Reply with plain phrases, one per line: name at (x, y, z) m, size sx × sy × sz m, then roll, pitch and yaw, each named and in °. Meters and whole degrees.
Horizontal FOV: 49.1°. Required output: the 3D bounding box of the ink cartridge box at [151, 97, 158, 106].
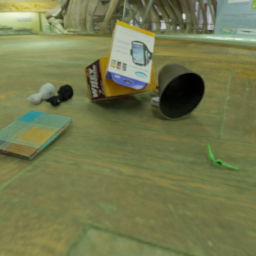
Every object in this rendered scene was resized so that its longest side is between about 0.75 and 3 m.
ink cartridge box at (2.130, -1.249, 13.356) m, size 1.516 × 0.328 × 1.488 m, roll -21°, pitch 31°, yaw -37°

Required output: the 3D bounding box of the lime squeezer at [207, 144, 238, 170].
lime squeezer at (2.671, 0.947, 8.358) m, size 0.417 × 0.223 × 1.182 m, roll -15°, pitch 45°, yaw -37°

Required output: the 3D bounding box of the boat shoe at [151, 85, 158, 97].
boat shoe at (1.560, -1.899, 13.993) m, size 0.586 × 0.505 × 1.605 m, roll -13°, pitch 16°, yaw -13°

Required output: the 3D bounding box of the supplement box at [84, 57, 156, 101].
supplement box at (-0.450, -2.339, 13.219) m, size 2.464 × 1.659 × 2.498 m, roll -12°, pitch 5°, yaw -25°

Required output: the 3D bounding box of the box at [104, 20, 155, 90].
box at (0.085, -2.902, 11.636) m, size 1.780 × 2.990 × 0.620 m, roll 15°, pitch -23°, yaw -14°

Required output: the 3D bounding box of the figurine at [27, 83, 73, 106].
figurine at (-3.821, -1.564, 13.680) m, size 1.728 × 0.744 × 1.686 m, roll 6°, pitch 29°, yaw 16°

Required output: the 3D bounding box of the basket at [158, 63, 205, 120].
basket at (2.076, -1.811, 11.971) m, size 1.621 × 2.149 × 2.383 m, roll 27°, pitch 27°, yaw -16°

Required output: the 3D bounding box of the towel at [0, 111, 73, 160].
towel at (-3.392, 0.159, 9.775) m, size 1.938 × 0.287 × 2.643 m, roll 11°, pitch 31°, yaw 15°
